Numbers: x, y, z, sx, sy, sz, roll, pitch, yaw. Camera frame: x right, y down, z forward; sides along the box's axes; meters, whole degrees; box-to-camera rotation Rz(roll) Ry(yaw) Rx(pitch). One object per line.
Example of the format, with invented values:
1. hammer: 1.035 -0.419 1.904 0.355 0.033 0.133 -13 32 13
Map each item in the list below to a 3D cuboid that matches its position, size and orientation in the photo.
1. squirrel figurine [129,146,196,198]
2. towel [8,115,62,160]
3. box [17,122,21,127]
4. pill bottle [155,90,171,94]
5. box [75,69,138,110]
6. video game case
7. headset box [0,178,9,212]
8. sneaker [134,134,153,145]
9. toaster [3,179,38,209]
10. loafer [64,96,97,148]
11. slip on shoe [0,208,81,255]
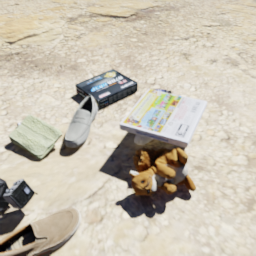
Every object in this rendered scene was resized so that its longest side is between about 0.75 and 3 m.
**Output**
1. squirrel figurine: 0.927 1.530 9.616 1.947 1.476 2.086 -25 31 -12
2. towel: -3.733 0.303 11.264 1.963 0.358 1.457 26 66 22
3. box: -4.477 0.013 12.177 0.473 0.149 0.859 -23 44 -25
4. pill bottle: 1.663 -1.645 13.905 0.922 0.516 0.516 -2 39 -3
5. box: -1.101 -2.040 14.336 2.537 0.584 2.017 -29 47 -30
6. video game case: 1.415 -0.490 10.717 2.556 0.321 2.808 15 41 21
7. headset box: -5.295 2.114 8.814 2.573 0.993 1.914 17 40 28
8. sneaker: 1.670 0.039 11.448 1.614 1.029 2.793 38 63 23
9. toaster: -3.306 2.047 8.575 0.459 0.773 0.699 -11 32 35
10. loafer: -2.011 -0.316 11.897 1.004 1.002 2.871 5 39 7
11. slip on shoe: -2.555 3.019 7.979 2.646 0.802 1.006 -23 44 -25
